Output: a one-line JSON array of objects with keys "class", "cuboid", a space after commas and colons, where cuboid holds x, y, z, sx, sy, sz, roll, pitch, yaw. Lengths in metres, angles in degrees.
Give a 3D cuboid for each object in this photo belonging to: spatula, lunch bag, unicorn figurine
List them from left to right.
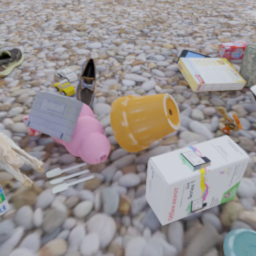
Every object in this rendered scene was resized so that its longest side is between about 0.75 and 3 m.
[{"class": "unicorn figurine", "cuboid": [-3.229, 0.796, 7.246, 2.007, 2.922, 1.079, 34, 50, -4]}, {"class": "spatula", "cuboid": [-1.625, 1.335, 7.840, 1.196, 0.096, 0.832, -17, 38, -19]}, {"class": "lunch bag", "cuboid": [5.671, -2.513, 11.496, 1.866, 1.530, 1.097, 8, 37, 9]}]

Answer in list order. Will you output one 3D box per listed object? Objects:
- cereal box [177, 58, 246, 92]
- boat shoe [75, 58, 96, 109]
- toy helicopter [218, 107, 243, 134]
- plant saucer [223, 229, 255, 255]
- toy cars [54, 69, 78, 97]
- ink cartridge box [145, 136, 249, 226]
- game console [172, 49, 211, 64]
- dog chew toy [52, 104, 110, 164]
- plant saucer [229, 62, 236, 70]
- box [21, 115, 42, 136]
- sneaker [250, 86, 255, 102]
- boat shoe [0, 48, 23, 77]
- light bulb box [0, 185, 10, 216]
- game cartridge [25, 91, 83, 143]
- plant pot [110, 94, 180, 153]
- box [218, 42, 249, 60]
[{"class": "cereal box", "cuboid": [3.359, -2.194, 11.396, 2.334, 0.461, 1.679, -5, 50, -20]}, {"class": "boat shoe", "cuboid": [-1.521, -1.617, 10.172, 0.713, 0.714, 1.972, 4, 79, -13]}, {"class": "toy helicopter", "cuboid": [3.246, -0.266, 8.989, 0.428, 1.086, 0.718, -49, 25, -16]}, {"class": "plant saucer", "cuboid": [2.637, 2.672, 5.854, 1.272, 0.174, 1.272, 9, 41, -8]}, {"class": "toy cars", "cuboid": [-2.625, -2.036, 11.763, 0.947, 0.468, 2.112, -3, 39, -4]}, {"class": "ink cartridge box", "cuboid": [1.601, 1.261, 6.774, 2.153, 1.559, 0.904, -14, 41, -17]}, {"class": "game console", "cuboid": [2.882, -3.078, 12.622, 1.437, 0.850, 1.227, 23, 76, 19]}, {"class": "dog chew toy", "cuboid": [-1.381, 0.191, 8.286, 1.440, 1.440, 2.313, -25, 50, -28]}, {"class": "plant saucer", "cuboid": [4.316, -2.826, 12.933, 1.343, 0.238, 1.343, 0, 39, 0]}, {"class": "box", "cuboid": [-2.727, -0.306, 9.301, 1.325, 0.661, 0.633, -30, 19, -33]}, {"class": "sneaker", "cuboid": [4.776, -1.152, 9.346, 1.116, 0.960, 2.636, -22, 6, 26]}, {"class": "boat shoe", "cuboid": [-5.549, -3.211, 12.949, 0.914, 0.809, 2.496, 1, 39, 1]}, {"class": "light bulb box", "cuboid": [-4.348, 1.300, 5.834, 1.668, 2.673, 2.650, 29, 47, 29]}, {"class": "game cartridge", "cuboid": [-2.093, -0.370, 7.870, 1.810, 0.347, 1.173, 17, 81, 35]}, {"class": "plant pot", "cuboid": [0.588, -0.256, 8.081, 1.548, 1.691, 1.691, -15, 30, 31]}, {"class": "box", "cuboid": [5.244, -3.793, 13.805, 1.352, 0.646, 0.674, -6, 39, -7]}]
